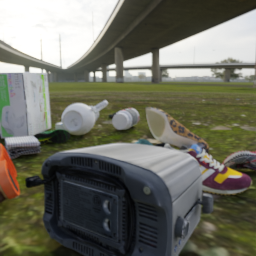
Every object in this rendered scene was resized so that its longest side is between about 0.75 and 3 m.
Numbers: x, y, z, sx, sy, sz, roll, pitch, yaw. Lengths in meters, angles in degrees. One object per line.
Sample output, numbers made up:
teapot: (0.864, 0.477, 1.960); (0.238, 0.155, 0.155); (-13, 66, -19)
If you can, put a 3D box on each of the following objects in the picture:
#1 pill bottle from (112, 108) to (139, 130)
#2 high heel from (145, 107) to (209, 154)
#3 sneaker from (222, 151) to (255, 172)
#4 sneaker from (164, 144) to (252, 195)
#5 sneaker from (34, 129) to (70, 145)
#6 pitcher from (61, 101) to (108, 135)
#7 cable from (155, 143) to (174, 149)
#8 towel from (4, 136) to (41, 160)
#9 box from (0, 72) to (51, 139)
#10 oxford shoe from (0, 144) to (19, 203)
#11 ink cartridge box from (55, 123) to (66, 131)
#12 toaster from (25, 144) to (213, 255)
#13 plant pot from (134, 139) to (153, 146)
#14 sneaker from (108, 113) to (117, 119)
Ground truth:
pill bottle: (-0.127, -0.464, 14.866); (1.003, 1.003, 1.762); (4, 11, 19)
high heel: (1.713, 0.134, 9.810); (1.736, 0.869, 2.435); (2, 41, -49)
sneaker: (3.592, 1.026, 8.207); (1.635, 0.659, 0.611); (-9, 54, 5)
sneaker: (1.916, 0.983, 7.128); (2.315, 1.043, 0.867); (5, 12, 24)
sneaker: (-3.228, 0.327, 11.810); (1.544, 0.602, 0.658); (-3, 11, -14)
pitcher: (-2.044, -0.641, 13.624); (2.097, 1.482, 2.445); (-38, 0, 12)
cable: (0.399, 0.855, 9.005); (1.956, 0.609, 2.397); (5, 12, 26)
towel: (-3.814, 0.684, 10.087); (1.114, 0.576, 1.345); (-4, 10, -28)
box: (-4.869, -1.156, 13.346); (1.422, 2.941, 2.595); (1, 12, 8)
oxford shoe: (-3.312, 1.082, 6.771); (0.972, 0.954, 2.680); (-26, 18, -18)
ink cartridge box: (-3.300, -0.087, 14.622); (0.611, 0.356, 0.845); (3, 11, 19)
toaster: (-0.122, 1.143, 4.835); (2.922, 1.660, 1.887); (4, 8, 35)
plant pot: (0.450, 0.725, 8.849); (0.869, 0.582, 0.869); (19, 28, -10)
sneaker: (-0.914, -0.761, 18.495); (0.401, 0.335, 0.883); (17, 25, 29)
